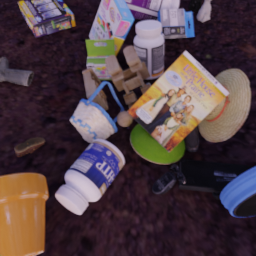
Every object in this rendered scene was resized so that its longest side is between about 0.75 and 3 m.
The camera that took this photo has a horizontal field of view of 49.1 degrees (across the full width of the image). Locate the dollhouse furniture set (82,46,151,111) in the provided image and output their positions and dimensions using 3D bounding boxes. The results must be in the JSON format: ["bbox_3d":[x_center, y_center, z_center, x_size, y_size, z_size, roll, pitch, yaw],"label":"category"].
[{"bbox_3d":[-0.356,-1.633,9.457,2.095,1.836,1.391,-24,47,8],"label":"dollhouse furniture set"}]

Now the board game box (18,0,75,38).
[{"bbox_3d":[-3.799,-5.289,13.027,1.921,0.659,2.324,-24,56,-15],"label":"board game box"}]

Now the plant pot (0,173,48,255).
[{"bbox_3d":[-2.720,2.199,6.555,1.865,1.865,1.708,-15,68,-11],"label":"plant pot"}]

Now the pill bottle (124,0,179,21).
[{"bbox_3d":[0.724,-5.619,12.425,2.865,1.611,1.611,11,51,-12],"label":"pill bottle"}]

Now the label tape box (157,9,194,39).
[{"bbox_3d":[2.030,-4.324,11.627,1.517,0.502,1.087,-5,93,-4],"label":"label tape box"}]

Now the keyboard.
[{"bbox_3d":[2.690,1.559,7.726,2.569,0.330,1.543,4,34,6],"label":"keyboard"}]

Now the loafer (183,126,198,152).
[{"bbox_3d":[1.956,0.055,8.887,0.551,0.547,1.514,-2,51,0],"label":"loafer"}]

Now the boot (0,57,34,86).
[{"bbox_3d":[-4.295,-2.151,10.665,1.374,0.499,1.250,1,66,9],"label":"boot"}]

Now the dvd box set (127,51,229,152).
[{"bbox_3d":[1.312,-0.674,7.520,1.635,0.329,2.235,45,98,-2],"label":"dvd box set"}]

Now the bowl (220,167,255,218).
[{"bbox_3d":[3.431,1.441,6.611,2.435,2.435,0.478,-11,53,-9],"label":"bowl"}]

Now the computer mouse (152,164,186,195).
[{"bbox_3d":[1.115,1.526,7.776,0.980,0.258,0.678,-39,39,7],"label":"computer mouse"}]

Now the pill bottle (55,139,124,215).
[{"bbox_3d":[-1.030,1.315,7.548,1.122,1.122,1.875,26,57,19],"label":"pill bottle"}]

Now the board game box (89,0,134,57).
[{"bbox_3d":[-0.719,-3.757,10.584,0.471,2.334,1.786,-5,61,-30],"label":"board game box"}]

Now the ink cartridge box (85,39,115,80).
[{"bbox_3d":[-0.996,-2.479,10.298,1.080,1.462,0.554,-1,52,0],"label":"ink cartridge box"}]

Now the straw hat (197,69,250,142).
[{"bbox_3d":[2.351,-0.772,8.069,0.948,2.241,2.241,16,47,-25],"label":"straw hat"}]

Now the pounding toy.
[{"bbox_3d":[0.855,-0.046,8.410,1.704,1.025,2.208,-17,51,-34],"label":"pounding toy"}]

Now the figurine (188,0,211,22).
[{"bbox_3d":[3.438,-5.934,13.019,0.640,1.451,1.487,-14,54,-11],"label":"figurine"}]

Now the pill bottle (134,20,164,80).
[{"bbox_3d":[0.764,-2.821,10.215,1.105,1.898,1.105,-2,41,2],"label":"pill bottle"}]

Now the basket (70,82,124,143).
[{"bbox_3d":[-0.890,-0.425,8.663,1.154,1.463,1.659,28,67,41],"label":"basket"}]

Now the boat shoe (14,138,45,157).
[{"bbox_3d":[-2.986,0.581,8.521,0.352,0.331,0.979,31,38,28],"label":"boat shoe"}]
